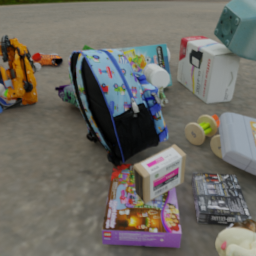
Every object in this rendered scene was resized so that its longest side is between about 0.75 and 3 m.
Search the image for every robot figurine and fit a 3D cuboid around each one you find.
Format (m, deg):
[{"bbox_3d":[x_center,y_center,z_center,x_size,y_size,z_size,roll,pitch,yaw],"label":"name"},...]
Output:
[{"bbox_3d":[-4.102,-2.158,10.370,0.718,2.468,1.789,-17,-10,13],"label":"robot figurine"}]

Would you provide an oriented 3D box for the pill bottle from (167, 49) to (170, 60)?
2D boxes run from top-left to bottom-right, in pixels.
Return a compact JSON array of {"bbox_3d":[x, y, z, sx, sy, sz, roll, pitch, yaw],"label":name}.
[{"bbox_3d":[1.236,-3.886,15.488,1.931,1.086,1.086,-12,32,-19],"label":"pill bottle"}]

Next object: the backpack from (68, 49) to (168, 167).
[{"bbox_3d":[-0.401,-0.869,7.832,2.005,2.980,2.720,-25,22,-15],"label":"backpack"}]

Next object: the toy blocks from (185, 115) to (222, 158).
[{"bbox_3d":[3.164,0.035,9.094,2.103,0.764,1.753,-24,38,-35],"label":"toy blocks"}]

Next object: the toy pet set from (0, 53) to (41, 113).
[{"bbox_3d":[-4.928,-1.600,11.453,2.783,1.583,2.980,16,63,26],"label":"toy pet set"}]

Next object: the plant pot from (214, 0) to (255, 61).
[{"bbox_3d":[4.365,-3.665,10.256,1.959,1.918,1.923,-6,48,-18],"label":"plant pot"}]

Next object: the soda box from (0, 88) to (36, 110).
[{"bbox_3d":[-4.862,-1.180,11.291,2.046,0.648,0.724,-15,33,-23],"label":"soda box"}]

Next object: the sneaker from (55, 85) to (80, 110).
[{"bbox_3d":[-1.966,-1.023,10.585,1.189,1.011,2.717,-1,20,-27],"label":"sneaker"}]

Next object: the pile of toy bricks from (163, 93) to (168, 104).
[{"bbox_3d":[0.664,-1.052,11.037,1.636,0.908,0.808,-22,9,-24],"label":"pile of toy bricks"}]

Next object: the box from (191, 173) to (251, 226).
[{"bbox_3d":[2.155,1.664,6.695,1.119,0.353,1.420,2,30,4],"label":"box"}]

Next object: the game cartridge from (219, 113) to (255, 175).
[{"bbox_3d":[3.918,0.608,7.577,2.819,0.585,1.877,15,38,-1],"label":"game cartridge"}]

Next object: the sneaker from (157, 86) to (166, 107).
[{"bbox_3d":[1.308,-1.165,10.659,0.364,0.821,0.316,10,4,25],"label":"sneaker"}]

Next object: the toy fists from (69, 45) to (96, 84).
[{"bbox_3d":[-0.884,-1.768,10.000,0.982,1.456,2.856,38,15,28],"label":"toy fists"}]

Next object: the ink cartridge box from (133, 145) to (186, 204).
[{"bbox_3d":[0.681,0.992,5.994,1.096,0.903,0.412,-24,44,-21],"label":"ink cartridge box"}]

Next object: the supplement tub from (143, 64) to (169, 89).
[{"bbox_3d":[1.101,-2.077,11.210,0.780,0.780,1.182,-7,27,-12],"label":"supplement tub"}]

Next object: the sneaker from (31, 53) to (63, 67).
[{"bbox_3d":[-4.519,-3.797,15.744,1.789,0.694,1.002,-20,34,-30],"label":"sneaker"}]

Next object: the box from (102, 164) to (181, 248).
[{"bbox_3d":[0.317,1.669,6.514,1.567,0.448,2.291,2,28,2],"label":"box"}]

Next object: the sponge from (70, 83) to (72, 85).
[{"bbox_3d":[-2.351,-2.053,13.287,0.568,0.152,1.019,-13,33,-20],"label":"sponge"}]

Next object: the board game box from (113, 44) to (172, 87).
[{"bbox_3d":[0.604,-2.621,12.435,2.503,1.890,0.587,-11,7,-17],"label":"board game box"}]

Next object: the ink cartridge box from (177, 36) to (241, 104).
[{"bbox_3d":[3.375,-2.622,12.294,1.206,2.122,2.912,-8,31,-14],"label":"ink cartridge box"}]

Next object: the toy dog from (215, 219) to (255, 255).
[{"bbox_3d":[2.211,2.360,4.723,1.696,1.220,1.749,3,27,-19],"label":"toy dog"}]
